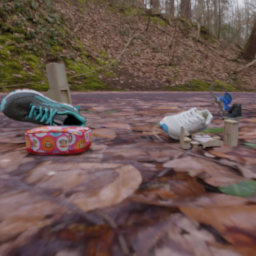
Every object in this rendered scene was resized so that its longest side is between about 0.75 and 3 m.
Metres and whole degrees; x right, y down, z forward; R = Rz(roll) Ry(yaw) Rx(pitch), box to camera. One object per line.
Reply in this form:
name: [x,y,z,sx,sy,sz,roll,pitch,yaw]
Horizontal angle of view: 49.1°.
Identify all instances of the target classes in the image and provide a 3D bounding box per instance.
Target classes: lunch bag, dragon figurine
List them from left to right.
lunch bag: [-1.595,0.239,6.641,1.407,0.576,1.239,1,9,7]
dragon figurine: [4.544,-1.300,13.437,1.036,2.084,0.613,-40,9,-30]

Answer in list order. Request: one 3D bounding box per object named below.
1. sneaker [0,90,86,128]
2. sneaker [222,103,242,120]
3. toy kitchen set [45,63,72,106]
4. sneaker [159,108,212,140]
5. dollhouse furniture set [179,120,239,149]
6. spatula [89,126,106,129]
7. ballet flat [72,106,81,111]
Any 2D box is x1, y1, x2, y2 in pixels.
sneaker: [-2.375,-0.437,8.435,2.655,1.030,1.211,9,10,-43]
sneaker: [4.521,-0.725,12.241,1.276,0.678,0.477,-8,12,-40]
toy kitchen set: [-4.331,-2.148,15.243,2.523,2.276,2.058,-6,9,19]
sneaker: [1.618,-0.184,7.818,1.906,0.770,0.729,-8,55,-46]
dollhouse furniture set: [1.960,0.130,7.165,1.433,0.634,0.743,-2,10,-12]
spatula: [-1.109,-0.011,9.710,0.247,0.090,0.876,8,12,41]
ballet flat: [-3.092,-1.015,15.251,1.053,0.372,0.372,-8,12,-34]
